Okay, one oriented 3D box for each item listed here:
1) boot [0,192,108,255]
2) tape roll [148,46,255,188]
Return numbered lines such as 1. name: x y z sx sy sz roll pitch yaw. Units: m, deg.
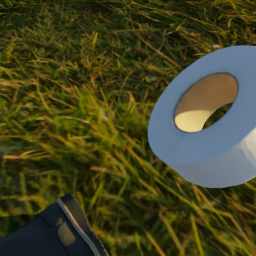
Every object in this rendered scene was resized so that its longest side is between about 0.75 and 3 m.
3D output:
1. boot: -1.309 2.693 5.143 1.914 1.072 2.767 -28 38 -19
2. tape roll: 1.182 -0.183 3.785 1.897 0.663 1.897 -35 33 28
